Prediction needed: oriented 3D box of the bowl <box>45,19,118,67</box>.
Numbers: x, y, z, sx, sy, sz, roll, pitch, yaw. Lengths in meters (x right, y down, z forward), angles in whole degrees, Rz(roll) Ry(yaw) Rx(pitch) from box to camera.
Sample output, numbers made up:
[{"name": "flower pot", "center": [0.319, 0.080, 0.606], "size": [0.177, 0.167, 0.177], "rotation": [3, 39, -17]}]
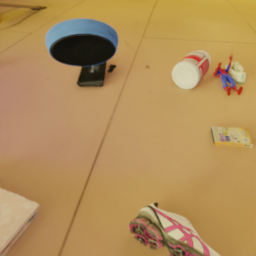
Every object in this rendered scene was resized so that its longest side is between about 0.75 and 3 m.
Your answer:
[{"name": "bowl", "center": [-1.263, -2.279, 7.830], "size": [2.017, 2.017, 0.396], "rotation": [-4, 77, -6]}]

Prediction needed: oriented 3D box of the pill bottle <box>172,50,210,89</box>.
[{"name": "pill bottle", "center": [2.728, -2.524, 11.738], "size": [1.138, 1.138, 2.028], "rotation": [19, 40, 24]}]

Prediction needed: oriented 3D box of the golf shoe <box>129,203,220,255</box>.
[{"name": "golf shoe", "center": [1.095, 2.182, 5.601], "size": [2.129, 0.773, 0.980], "rotation": [25, 43, 30]}]

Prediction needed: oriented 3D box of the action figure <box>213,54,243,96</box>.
[{"name": "action figure", "center": [4.091, -2.311, 11.579], "size": [0.719, 1.090, 2.202], "rotation": [-1, 34, -3]}]

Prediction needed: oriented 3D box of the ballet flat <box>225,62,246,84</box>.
[{"name": "ballet flat", "center": [4.775, -2.558, 12.287], "size": [0.627, 0.627, 1.748], "rotation": [-1, 35, -2]}]

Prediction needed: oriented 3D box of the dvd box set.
[{"name": "dvd box set", "center": [3.209, 0.274, 8.734], "size": [1.141, 0.168, 0.835], "rotation": [3, 36, 5]}]

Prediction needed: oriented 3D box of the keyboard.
[{"name": "keyboard", "center": [-1.319, -2.518, 12.454], "size": [1.594, 0.340, 2.654], "rotation": [-5, 37, 4]}]

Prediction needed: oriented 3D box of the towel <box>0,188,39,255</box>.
[{"name": "towel", "center": [-3.598, 2.173, 5.935], "size": [2.546, 0.410, 2.431], "rotation": [15, 38, 20]}]
